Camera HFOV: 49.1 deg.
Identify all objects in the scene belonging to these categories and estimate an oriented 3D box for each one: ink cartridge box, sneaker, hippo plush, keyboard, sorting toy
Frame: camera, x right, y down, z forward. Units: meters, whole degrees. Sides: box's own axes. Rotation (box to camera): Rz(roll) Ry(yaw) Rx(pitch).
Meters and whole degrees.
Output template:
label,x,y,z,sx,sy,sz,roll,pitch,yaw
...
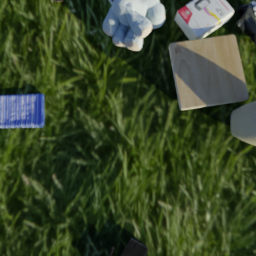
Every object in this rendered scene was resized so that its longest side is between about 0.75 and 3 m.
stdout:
label,x,y,z,sx,sy,sz,roll,pitch,yaw
ink cartridge box,3.104,-4.623,11.565,1.898,0.813,1.401,-36,83,-3
sneaker,4.996,-4.203,11.594,0.948,0.697,2.096,-8,78,2
hippo plush,0.247,-4.614,11.269,2.158,2.137,2.683,-40,103,-35
keyboard,-0.324,5.115,10.475,1.372,0.222,2.158,32,82,-2
sorting toy,3.075,-2.110,11.145,2.620,0.917,2.635,-9,82,-2

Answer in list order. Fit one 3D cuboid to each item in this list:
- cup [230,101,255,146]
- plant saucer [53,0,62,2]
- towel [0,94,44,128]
label,x,y,z,sx,sy,sz,roll,pitch,yaw
cup,4.635,-0.171,10.601,1.311,1.833,1.833,1,81,30
plant saucer,-3.016,-5.759,12.072,0.760,0.131,0.760,0,81,1
towel,-4.326,-0.679,11.297,1.907,0.227,1.381,-2,81,0
